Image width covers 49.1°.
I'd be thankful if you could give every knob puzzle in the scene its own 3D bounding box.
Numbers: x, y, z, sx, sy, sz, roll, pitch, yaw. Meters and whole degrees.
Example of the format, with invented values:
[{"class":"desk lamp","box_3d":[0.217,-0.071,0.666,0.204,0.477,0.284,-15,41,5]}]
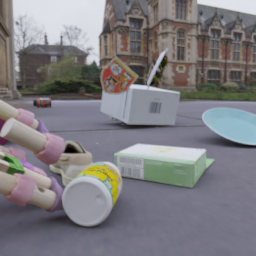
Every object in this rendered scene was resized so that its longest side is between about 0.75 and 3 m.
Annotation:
[{"class":"knob puzzle","box_3d":[-0.335,-1.317,7.677,1.054,1.054,0.146,-1,20,-6]}]

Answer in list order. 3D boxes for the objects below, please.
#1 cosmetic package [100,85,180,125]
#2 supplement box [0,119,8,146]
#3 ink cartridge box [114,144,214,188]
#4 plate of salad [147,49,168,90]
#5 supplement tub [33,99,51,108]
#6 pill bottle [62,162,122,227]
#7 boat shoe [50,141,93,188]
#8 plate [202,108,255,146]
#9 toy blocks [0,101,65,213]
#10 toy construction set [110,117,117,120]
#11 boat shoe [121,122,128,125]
[{"class":"cosmetic package","box_3d":[0.510,-1.194,13.605,2.710,1.671,2.719,1,15,-33]},{"class":"supplement box","box_3d":[-4.147,-0.085,9.079,0.923,0.727,1.409,-48,31,-21]},{"class":"ink cartridge box","box_3d":[0.896,0.642,6.042,1.575,0.519,2.165,4,10,27]},{"class":"plate of salad","box_3d":[0.893,-1.650,8.053,0.310,1.290,1.290,27,9,2]},{"class":"supplement tub","box_3d":[-8.426,-2.411,27.434,1.685,0.901,0.901,-4,9,-23]},{"class":"pill bottle","box_3d":[-0.430,0.841,3.916,0.630,0.630,1.118,1,7,9]},{"class":"boat shoe","box_3d":[-1.120,0.582,5.576,0.779,0.702,2.161,-3,8,-21]},{"class":"plate","box_3d":[3.636,-0.002,9.218,2.442,0.312,2.442,5,30,-3]},{"class":"toy blocks","box_3d":[-1.561,0.705,3.886,1.450,1.723,1.610,36,-5,-39]},{"class":"toy construction set","box_3d":[-0.291,-0.708,15.963,0.880,0.618,1.342,5,20,35]},{"class":"boat shoe","box_3d":[0.157,-0.315,13.869,1.047,0.298,0.350,-4,9,-30]}]
